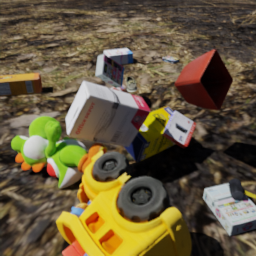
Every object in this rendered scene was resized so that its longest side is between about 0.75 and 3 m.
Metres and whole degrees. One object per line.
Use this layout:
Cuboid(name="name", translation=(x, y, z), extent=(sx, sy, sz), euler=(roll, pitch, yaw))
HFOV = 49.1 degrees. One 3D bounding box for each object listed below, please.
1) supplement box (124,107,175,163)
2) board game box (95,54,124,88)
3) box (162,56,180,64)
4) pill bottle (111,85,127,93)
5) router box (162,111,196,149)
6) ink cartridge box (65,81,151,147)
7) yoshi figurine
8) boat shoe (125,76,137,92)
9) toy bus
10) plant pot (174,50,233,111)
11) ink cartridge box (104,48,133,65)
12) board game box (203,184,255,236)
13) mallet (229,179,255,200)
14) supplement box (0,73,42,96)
Cuboid(name="supplement box", translation=(0.739, 0.163, 8.328), extent=(1.660, 0.904, 0.909), euler=(-22, 55, -31))
Cuboid(name="board game box", translation=(-0.439, -1.387, 6.917), extent=(0.241, 0.554, 0.751), euler=(-8, -21, 38))
Cuboid(name="box", translation=(2.396, -3.819, 15.718), extent=(0.568, 0.157, 0.832), euler=(-25, 40, -35))
Cuboid(name="pill bottle", translation=(-0.550, -1.284, 11.148), extent=(0.621, 0.621, 1.107), euler=(16, 36, 25))
Cuboid(name="router box", translation=(1.430, 0.047, 7.812), extent=(0.725, 0.197, 0.808), euler=(31, 65, -6))
Cuboid(name="ink cartridge box", translation=(-0.511, -0.289, 6.717), extent=(1.664, 1.208, 0.694), euler=(13, 34, -31))
Cuboid(name="yoshi figurine", translation=(-1.768, 0.416, 7.587), extent=(2.967, 1.668, 1.661), euler=(12, 25, 22))
Cuboid(name="boat shoe", translation=(0.100, -1.699, 10.852), extent=(0.390, 0.326, 1.090), euler=(-14, 29, -3))
Cuboid(name="toy bus", translation=(-0.462, 1.930, 5.228), extent=(2.390, 1.689, 2.489), euler=(-35, 41, -20))
Cuboid(name="plant pot", translation=(1.838, -1.137, 7.065), extent=(0.949, 1.076, 1.077), euler=(0, 51, 49))
Cuboid(name="ink cartridge box", translation=(-0.552, -3.913, 15.448), extent=(1.404, 0.594, 1.015), euler=(-13, 34, -18))
Cuboid(name="board game box", translation=(2.365, 1.803, 6.373), extent=(0.831, 0.362, 1.127), euler=(-9, 31, -13))
Cuboid(name="mallet", translation=(2.965, 1.650, 6.373), extent=(1.430, 0.294, 0.471), euler=(27, 33, 4))
Cuboid(name="supplement box", translation=(-4.836, -1.838, 11.980), extent=(2.139, 0.736, 0.712), euler=(-5, 31, -10))
